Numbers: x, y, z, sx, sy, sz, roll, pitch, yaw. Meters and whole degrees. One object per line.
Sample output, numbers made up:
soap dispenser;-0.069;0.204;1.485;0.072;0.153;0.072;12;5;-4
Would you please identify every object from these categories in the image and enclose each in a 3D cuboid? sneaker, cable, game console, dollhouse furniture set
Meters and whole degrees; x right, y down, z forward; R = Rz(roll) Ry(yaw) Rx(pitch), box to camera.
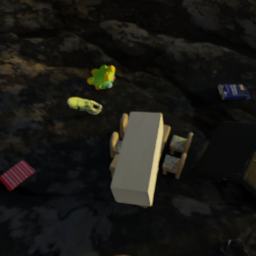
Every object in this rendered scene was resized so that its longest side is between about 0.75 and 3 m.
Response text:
sneaker;-1.716;-0.945;11.166;1.446;0.553;0.545;10;68;-34
cable;3.147;3.779;8.272;0.773;0.241;0.947;-4;54;-3
game console;4.280;1.194;10.197;2.436;1.612;2.770;42;59;-8
dollhouse furniture set;0.601;0.810;9.402;2.591;1.964;2.957;17;55;12

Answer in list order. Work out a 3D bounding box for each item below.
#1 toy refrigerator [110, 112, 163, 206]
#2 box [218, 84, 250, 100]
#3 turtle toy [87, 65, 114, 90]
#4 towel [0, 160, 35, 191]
toy refrigerator;0.325;0.774;7.607;0.948;0.873;2.497;3;51;13
box;4.683;-1.595;12.330;1.276;0.207;0.773;-2;53;-3
turtle toy;-1.049;-2.261;12.447;1.120;0.777;1.537;-5;47;26
towel;-3.943;1.680;9.925;0.762;0.118;1.054;35;59;26
